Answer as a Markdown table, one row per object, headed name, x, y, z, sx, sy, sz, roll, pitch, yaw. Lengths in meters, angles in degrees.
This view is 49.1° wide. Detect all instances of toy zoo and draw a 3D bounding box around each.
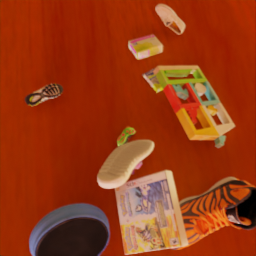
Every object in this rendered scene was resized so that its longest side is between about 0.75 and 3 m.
| name | x | y | z | sx | sy | sz | roll | pitch | yaw |
| --- | --- | --- | --- | --- | --- | --- | --- | --- | --- |
| toy zoo | 2.200 | -0.723 | 8.863 | 1.953 | 0.305 | 2.977 | -9 | 65 | -35 |

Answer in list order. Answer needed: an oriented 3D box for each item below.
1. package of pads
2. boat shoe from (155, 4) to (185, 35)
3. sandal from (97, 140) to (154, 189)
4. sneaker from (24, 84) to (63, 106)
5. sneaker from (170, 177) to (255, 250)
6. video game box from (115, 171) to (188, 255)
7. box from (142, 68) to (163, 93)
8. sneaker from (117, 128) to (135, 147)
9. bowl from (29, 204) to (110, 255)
| name | x | y | z | sx | sy | sz | roll | pitch | yaw |
| --- | --- | --- | --- | --- | --- | --- | --- | --- | --- |
| package of pads | 0.633 | -2.913 | 10.067 | 1.047 | 0.357 | 0.809 | -20 | 53 | -12 |
| boat shoe | 1.475 | -3.848 | 10.014 | 1.313 | 0.465 | 0.458 | 37 | 57 | -21 |
| sandal | -0.069 | 1.035 | 7.883 | 1.059 | 0.640 | 2.602 | 4 | 23 | 28 |
| sneaker | -2.738 | -1.097 | 9.125 | 1.263 | 0.511 | 0.467 | -23 | 101 | -15 |
| sneaker | 2.247 | 2.320 | 7.368 | 2.881 | 1.614 | 1.118 | -36 | 95 | -8 |
| video game box | 0.548 | 2.323 | 7.677 | 1.767 | 0.454 | 1.939 | -24 | 65 | 31 |
| box | 0.958 | -1.702 | 9.769 | 0.545 | 0.213 | 0.895 | -30 | 69 | -18 |
| sneaker | -0.091 | 0.292 | 8.970 | 0.324 | 0.354 | 0.845 | 38 | 54 | 16 |
| bowl | -1.438 | 2.869 | 7.167 | 2.055 | 2.055 | 0.403 | -26 | 34 | -10 |
